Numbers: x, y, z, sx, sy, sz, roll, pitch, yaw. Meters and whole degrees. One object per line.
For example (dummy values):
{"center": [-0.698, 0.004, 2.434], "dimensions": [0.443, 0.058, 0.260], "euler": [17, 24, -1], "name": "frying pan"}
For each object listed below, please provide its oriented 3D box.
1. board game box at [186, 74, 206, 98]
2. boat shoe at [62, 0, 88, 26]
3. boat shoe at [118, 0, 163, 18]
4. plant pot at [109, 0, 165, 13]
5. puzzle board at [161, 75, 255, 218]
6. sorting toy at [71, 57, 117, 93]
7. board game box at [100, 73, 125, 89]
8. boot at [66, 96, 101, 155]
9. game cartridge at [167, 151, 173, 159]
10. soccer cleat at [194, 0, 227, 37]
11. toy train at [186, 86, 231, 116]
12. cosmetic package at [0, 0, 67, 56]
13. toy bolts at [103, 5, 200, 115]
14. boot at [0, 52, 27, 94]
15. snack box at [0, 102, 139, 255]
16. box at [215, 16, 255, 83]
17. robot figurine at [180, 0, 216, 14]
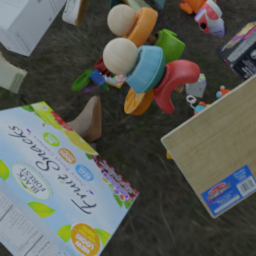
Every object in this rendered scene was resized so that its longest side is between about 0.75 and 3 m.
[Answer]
{"center": [1.750, -1.143, 7.299], "dimensions": [0.406, 0.414, 0.789], "euler": [13, 27, 4], "name": "board game box"}
{"center": [-1.550, -4.183, 8.525], "dimensions": [0.700, 0.716, 2.021], "euler": [17, 91, 9], "name": "boat shoe"}
{"center": [-0.041, -4.177, 8.163], "dimensions": [0.872, 0.985, 2.690], "euler": [-39, 99, 3], "name": "boat shoe"}
{"center": [0.478, -5.331, 11.905], "dimensions": [2.033, 1.437, 1.436], "euler": [-23, 59, -24], "name": "plant pot"}
{"center": [2.013, 0.238, 4.862], "dimensions": [2.399, 0.209, 1.808], "euler": [-34, 105, 1], "name": "puzzle board"}
{"center": [-0.827, -1.395, 7.920], "dimensions": [1.559, 0.640, 0.937], "euler": [-40, 26, 6], "name": "sorting toy"}
{"center": [-0.699, -1.888, 10.338], "dimensions": [1.201, 0.180, 0.574], "euler": [22, 58, 17], "name": "board game box"}
{"center": [-1.922, 0.220, 8.497], "dimensions": [2.121, 1.019, 2.901], "euler": [-6, 47, 7], "name": "boot"}
{"center": [1.224, 0.472, 5.467], "dimensions": [0.919, 1.042, 0.169], "euler": [-4, 75, 6], "name": "game cartridge"}
{"center": [2.574, -3.245, 8.743], "dimensions": [0.732, 1.999, 0.682], "euler": [-41, 71, 17], "name": "soccer cleat"}
{"center": [2.843, -0.705, 9.380], "dimensions": [1.748, 0.486, 1.313], "euler": [-10, 56, -10], "name": "toy train"}
{"center": [-2.396, -2.942, 6.878], "dimensions": [0.776, 1.065, 2.095], "euler": [21, 74, 15], "name": "cosmetic package"}
{"center": [0.102, -1.418, 6.564], "dimensions": [1.877, 2.585, 2.707], "euler": [24, 24, -21], "name": "toy bolts"}
{"center": [-3.503, -1.825, 8.011], "dimensions": [1.229, 0.573, 1.590], "euler": [19, 63, -24], "name": "boot"}
{"center": [-1.405, 0.932, 4.968], "dimensions": [2.848, 0.964, 2.402], "euler": [42, 21, 6], "name": "snack box"}
{"center": [3.168, -1.592, 6.511], "dimensions": [1.546, 1.341, 2.529], "euler": [42, 22, -6], "name": "box"}
{"center": [3.091, -5.725, 12.323], "dimensions": [1.102, 1.359, 1.890], "euler": [-11, 53, -38], "name": "robot figurine"}
